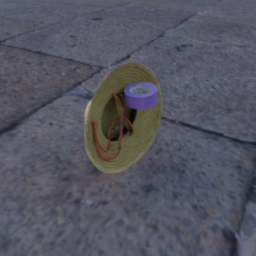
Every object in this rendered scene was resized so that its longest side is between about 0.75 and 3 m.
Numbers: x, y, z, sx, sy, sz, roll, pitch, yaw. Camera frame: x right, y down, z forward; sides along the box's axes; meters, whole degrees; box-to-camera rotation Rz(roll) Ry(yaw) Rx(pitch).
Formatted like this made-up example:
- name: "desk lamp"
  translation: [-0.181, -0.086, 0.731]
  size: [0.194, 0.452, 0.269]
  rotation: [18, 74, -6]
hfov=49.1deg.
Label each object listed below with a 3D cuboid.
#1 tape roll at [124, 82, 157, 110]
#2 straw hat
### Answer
- name: "tape roll"
  translation: [0.302, -0.775, 6.671]
  size: [0.779, 0.331, 0.779]
  rotation: [-4, 34, 3]
- name: "straw hat"
  translation: [-0.422, -0.334, 7.146]
  size: [1.187, 2.804, 2.804]
  rotation: [14, 35, 41]
